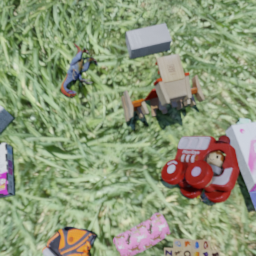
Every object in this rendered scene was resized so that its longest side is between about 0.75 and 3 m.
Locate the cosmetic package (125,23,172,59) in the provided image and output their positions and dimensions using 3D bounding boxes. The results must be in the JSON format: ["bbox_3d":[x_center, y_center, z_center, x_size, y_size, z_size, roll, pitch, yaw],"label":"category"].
[{"bbox_3d":[0.828,-3.588,11.579,1.732,0.781,0.925,-12,72,-7],"label":"cosmetic package"}]

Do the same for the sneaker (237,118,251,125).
[{"bbox_3d":[4.319,0.036,10.554,0.518,0.323,0.879,13,62,-1],"label":"sneaker"}]

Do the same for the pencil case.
[{"bbox_3d":[0.438,3.527,9.149,1.839,0.796,0.761,-27,100,-9],"label":"pencil case"}]

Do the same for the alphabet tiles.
[{"bbox_3d":[2.098,4.489,9.191,1.857,0.059,1.545,3,71,1],"label":"alphabet tiles"}]

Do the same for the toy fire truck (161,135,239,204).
[{"bbox_3d":[2.417,1.147,9.151,1.409,2.514,2.111,38,65,-30],"label":"toy fire truck"}]

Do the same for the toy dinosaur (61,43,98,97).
[{"bbox_3d":[-2.097,-2.202,11.287,1.896,1.097,2.089,-46,43,-4],"label":"toy dinosaur"}]

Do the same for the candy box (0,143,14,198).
[{"bbox_3d":[-4.790,1.557,9.912,1.259,0.563,1.846,-9,72,-3],"label":"candy box"}]

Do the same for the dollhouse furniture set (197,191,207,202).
[{"bbox_3d":[2.698,1.829,9.572,0.745,1.078,1.141,37,69,17],"label":"dollhouse furniture set"}]

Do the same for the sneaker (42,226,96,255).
[{"bbox_3d":[-1.320,4.149,8.809,2.608,1.012,1.461,41,70,6],"label":"sneaker"}]

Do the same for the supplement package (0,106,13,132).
[{"bbox_3d":[-5.384,-0.375,10.308,1.368,1.052,1.430,33,73,10],"label":"supplement package"}]

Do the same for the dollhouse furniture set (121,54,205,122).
[{"bbox_3d":[1.213,-1.336,9.724,2.756,2.726,1.420,-14,85,-10],"label":"dollhouse furniture set"}]

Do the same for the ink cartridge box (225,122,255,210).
[{"bbox_3d":[5.212,1.113,9.653,2.880,0.635,2.934,-8,65,-13],"label":"ink cartridge box"}]
